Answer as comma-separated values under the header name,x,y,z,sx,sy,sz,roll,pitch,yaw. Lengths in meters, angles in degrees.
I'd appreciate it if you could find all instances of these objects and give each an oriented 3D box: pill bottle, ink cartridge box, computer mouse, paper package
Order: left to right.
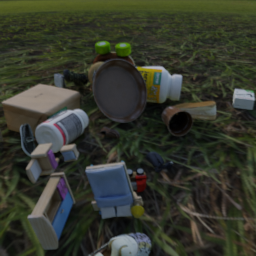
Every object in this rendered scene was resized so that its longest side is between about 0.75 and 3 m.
name,x,y,z,sx,sy,sz,roll,pitch,yaw
paper package,-3.515,-0.766,11.655,2.275,1.235,2.387,13,31,21
pill bottle,-2.337,0.015,10.334,1.113,1.113,2.010,13,28,22
pill bottle,1.063,-2.045,13.471,2.856,1.611,1.611,7,30,7
computer mouse,0.970,1.059,9.424,0.691,0.263,0.998,-17,34,-26
ink cartridge box,5.545,-1.381,13.462,0.897,0.508,1.223,9,31,16

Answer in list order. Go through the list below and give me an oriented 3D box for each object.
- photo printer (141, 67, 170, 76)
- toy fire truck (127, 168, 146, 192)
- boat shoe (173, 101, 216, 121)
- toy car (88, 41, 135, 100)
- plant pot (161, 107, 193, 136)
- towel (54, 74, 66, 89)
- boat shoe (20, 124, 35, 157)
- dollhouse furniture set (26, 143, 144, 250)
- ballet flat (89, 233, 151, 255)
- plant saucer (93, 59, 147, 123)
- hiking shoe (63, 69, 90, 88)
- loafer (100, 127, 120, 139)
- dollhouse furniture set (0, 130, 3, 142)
name,x,y,z,sx,sy,sz,roll,pitch,yaw
photo printer,1.357,-2.648,15.388,1.937,0.808,2.328,-5,30,-10
toy fire truck,0.101,1.665,8.087,0.902,0.659,1.025,-2,41,-5
boat shoe,2.631,-0.602,11.824,0.848,0.795,2.299,-27,18,-38
toy car,-1.083,-2.691,14.204,2.251,2.344,2.853,10,41,17
plant pot,1.877,-0.333,11.228,1.050,1.050,1.040,-8,22,-14
towel,-3.745,-2.582,15.443,0.344,0.665,0.803,-20,35,-39
boat shoe,-3.503,0.408,9.767,0.424,1.175,0.417,-14,-11,-39
dollhouse furniture set,-0.937,1.557,6.569,2.346,2.215,1.531,-8,29,10
ballet flat,-0.397,2.789,5.823,2.392,0.860,0.860,-22,37,-35
plant saucer,-0.375,-1.564,12.023,2.726,2.726,0.437,-21,8,-33
hiking shoe,-2.685,-2.687,14.689,0.888,0.668,1.765,-13,-13,19
loafer,-0.703,0.254,10.841,0.930,0.340,0.330,18,43,38
dollhouse furniture set,-5.528,-0.375,9.321,2.624,2.856,1.859,6,30,10
